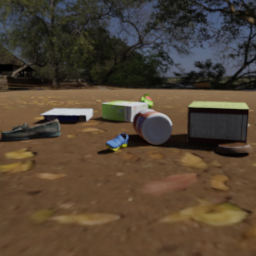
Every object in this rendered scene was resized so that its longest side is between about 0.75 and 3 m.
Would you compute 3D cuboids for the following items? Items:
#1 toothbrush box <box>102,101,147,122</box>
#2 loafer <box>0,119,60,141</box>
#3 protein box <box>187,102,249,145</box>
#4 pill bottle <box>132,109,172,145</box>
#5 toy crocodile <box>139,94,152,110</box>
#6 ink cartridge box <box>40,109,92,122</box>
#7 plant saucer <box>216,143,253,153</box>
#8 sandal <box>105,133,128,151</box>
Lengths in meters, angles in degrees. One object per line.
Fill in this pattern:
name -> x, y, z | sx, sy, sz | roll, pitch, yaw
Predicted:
toothbrush box -> -0.204, -0.989, 16.333 | 2.212, 0.952, 1.611 | 10, 16, 38
loafer -> -3.969, 0.055, 11.448 | 2.323, 0.731, 0.835 | -5, 12, -23
protein box -> 3.499, -0.218, 11.015 | 2.097, 1.415, 2.082 | 4, 11, 18
pill bottle -> 0.848, -0.117, 11.194 | 1.183, 1.183, 2.108 | -3, 10, -13
toy crocodile -> 1.386, -1.987, 20.968 | 0.936, 0.856, 2.773 | 28, 12, -2
ink cartridge box -> -3.429, -0.687, 15.926 | 2.441, 0.497, 2.446 | 1, 11, 5
plant saucer -> 3.543, 0.652, 9.380 | 1.177, 0.203, 1.177 | -4, 4, 0
sandal -> -0.372, 0.460, 9.673 | 0.455, 0.498, 1.145 | 28, 21, 22
